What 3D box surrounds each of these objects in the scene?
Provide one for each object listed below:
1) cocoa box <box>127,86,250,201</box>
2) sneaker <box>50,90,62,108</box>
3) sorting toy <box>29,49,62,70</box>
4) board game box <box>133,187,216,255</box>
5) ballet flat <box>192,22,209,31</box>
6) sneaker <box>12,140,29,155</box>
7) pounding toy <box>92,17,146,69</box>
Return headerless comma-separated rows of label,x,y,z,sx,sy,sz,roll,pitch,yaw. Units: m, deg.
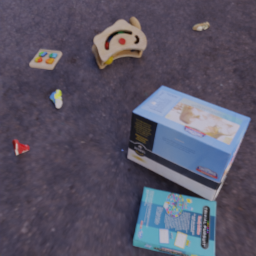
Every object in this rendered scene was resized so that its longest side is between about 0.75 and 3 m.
cocoa box,1.697,0.335,8.298,2.887,1.894,1.925,25,43,23
sneaker,-2.811,-1.066,10.855,0.440,0.317,0.837,-17,54,20
sorting toy,-3.690,-3.108,12.545,1.116,0.220,1.206,8,51,7
board game box,1.286,2.599,7.625,2.054,0.482,1.551,10,52,8
ballet flat,3.711,-5.092,14.144,0.947,0.334,0.309,-22,67,-13
sneaker,-3.492,0.568,9.134,0.461,0.798,0.312,-19,69,-29
pounding toy,-0.284,-3.621,12.646,2.939,1.686,1.680,-41,89,-18
